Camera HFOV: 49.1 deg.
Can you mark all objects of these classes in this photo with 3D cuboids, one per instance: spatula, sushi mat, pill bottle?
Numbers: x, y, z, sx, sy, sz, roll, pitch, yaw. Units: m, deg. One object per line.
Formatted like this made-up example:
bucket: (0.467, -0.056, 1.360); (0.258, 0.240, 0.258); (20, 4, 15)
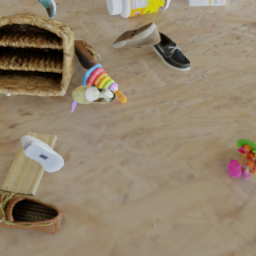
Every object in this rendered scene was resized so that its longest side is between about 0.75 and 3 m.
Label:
spatula: (-1.248, -0.890, 7.869); (0.143, 0.394, 1.393); (27, 42, 10)
sushi mat: (-2.496, 0.856, 7.143); (0.882, 0.112, 1.843); (7, 49, 4)
pill bottle: (0.390, -5.478, 11.778); (2.503, 1.367, 1.367); (-16, 51, -13)

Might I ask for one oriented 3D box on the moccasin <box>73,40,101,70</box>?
moccasin: (-1.391, -2.545, 9.590); (0.741, 0.702, 1.920); (-22, 35, -9)

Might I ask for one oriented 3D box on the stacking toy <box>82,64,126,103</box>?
stacking toy: (-0.634, -1.238, 8.620); (1.453, 0.843, 0.797); (34, 49, 12)

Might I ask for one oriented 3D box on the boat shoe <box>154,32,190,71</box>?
boat shoe: (1.514, -2.682, 9.863); (0.681, 0.642, 1.897); (-23, 55, -18)

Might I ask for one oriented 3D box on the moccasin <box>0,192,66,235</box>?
moccasin: (-2.359, 1.764, 5.902); (2.042, 0.788, 0.747); (13, 50, 11)

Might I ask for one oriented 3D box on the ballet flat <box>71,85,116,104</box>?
ballet flat: (-0.833, -0.870, 7.357); (0.500, 0.500, 1.413); (40, 24, 29)

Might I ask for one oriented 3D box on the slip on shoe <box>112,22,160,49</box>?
slip on shoe: (0.264, -3.077, 9.865); (2.085, 0.632, 0.793); (-4, 46, 47)

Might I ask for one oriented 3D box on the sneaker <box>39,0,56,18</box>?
sneaker: (-2.741, -4.183, 9.134); (0.533, 1.169, 0.454); (-25, 19, -36)

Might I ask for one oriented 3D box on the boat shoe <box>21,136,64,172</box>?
boat shoe: (-1.926, 0.569, 6.385); (0.497, 1.352, 0.442); (-35, 56, -7)

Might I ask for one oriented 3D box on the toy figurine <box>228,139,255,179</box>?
toy figurine: (2.878, 0.902, 6.897); (0.955, 0.717, 0.879); (42, 73, 2)

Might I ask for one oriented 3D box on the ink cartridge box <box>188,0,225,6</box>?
ink cartridge box: (3.579, -6.330, 12.637); (1.603, 1.180, 1.159); (0, 49, 0)

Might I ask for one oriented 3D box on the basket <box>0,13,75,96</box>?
basket: (-3.005, -2.233, 8.313); (2.659, 1.898, 1.981); (5, 35, -2)

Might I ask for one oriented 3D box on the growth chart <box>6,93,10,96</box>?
growth chart: (-4.195, -1.746, 9.304); (2.092, 0.186, 1.514); (28, 54, 19)
